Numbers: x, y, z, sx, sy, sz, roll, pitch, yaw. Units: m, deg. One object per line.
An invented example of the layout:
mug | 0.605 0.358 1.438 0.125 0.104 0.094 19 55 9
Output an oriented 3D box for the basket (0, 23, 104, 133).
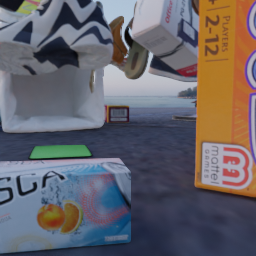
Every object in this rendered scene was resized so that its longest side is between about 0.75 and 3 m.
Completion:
basket | -1.890 -1.065 6.717 2.241 2.221 1.802 -3 3 -25

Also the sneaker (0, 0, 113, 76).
sneaker | -1.582 -1.980 5.309 2.555 1.662 1.020 -4 -25 3

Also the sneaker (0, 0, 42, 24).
sneaker | -2.215 -3.552 8.201 2.919 1.318 1.141 -9 25 -39

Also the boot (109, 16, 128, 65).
boot | -0.332 -3.059 9.830 1.108 1.432 0.528 34 0 -39

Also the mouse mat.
mouse mat | -0.855 0.296 3.559 0.723 0.034 0.898 -1 6 -14

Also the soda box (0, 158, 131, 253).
soda box | -0.519 0.341 1.291 1.039 0.330 0.355 -2 5 -10

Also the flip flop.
flip flop | 0.254 -3.087 9.635 0.805 2.795 1.134 11 2 -40

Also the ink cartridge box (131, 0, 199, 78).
ink cartridge box | 1.241 -2.517 7.074 2.182 1.579 0.920 24 -22 -39

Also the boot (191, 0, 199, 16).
boot | 1.630 -2.713 4.295 2.936 1.031 2.147 9 -13 -16

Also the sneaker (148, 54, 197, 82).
sneaker | 1.858 -2.515 10.117 2.069 1.495 0.787 15 23 9

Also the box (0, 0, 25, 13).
box | -1.511 -2.904 3.110 1.753 2.362 1.265 41 11 -5

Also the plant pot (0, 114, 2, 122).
plant pot | -4.785 -1.004 8.156 2.869 2.028 2.027 7 4 -5

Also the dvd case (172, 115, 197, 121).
dvd case | 3.187 -0.360 10.031 1.981 0.213 2.664 -3 6 -29

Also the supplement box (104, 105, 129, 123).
supplement box | -0.411 -0.475 9.273 0.716 0.565 1.094 -1 5 -11

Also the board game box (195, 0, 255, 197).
board game box | 1.806 -0.561 2.145 1.958 1.956 1.956 3 6 35

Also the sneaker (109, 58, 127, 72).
sneaker | -0.294 -2.478 10.986 1.379 0.567 0.537 6 18 6
